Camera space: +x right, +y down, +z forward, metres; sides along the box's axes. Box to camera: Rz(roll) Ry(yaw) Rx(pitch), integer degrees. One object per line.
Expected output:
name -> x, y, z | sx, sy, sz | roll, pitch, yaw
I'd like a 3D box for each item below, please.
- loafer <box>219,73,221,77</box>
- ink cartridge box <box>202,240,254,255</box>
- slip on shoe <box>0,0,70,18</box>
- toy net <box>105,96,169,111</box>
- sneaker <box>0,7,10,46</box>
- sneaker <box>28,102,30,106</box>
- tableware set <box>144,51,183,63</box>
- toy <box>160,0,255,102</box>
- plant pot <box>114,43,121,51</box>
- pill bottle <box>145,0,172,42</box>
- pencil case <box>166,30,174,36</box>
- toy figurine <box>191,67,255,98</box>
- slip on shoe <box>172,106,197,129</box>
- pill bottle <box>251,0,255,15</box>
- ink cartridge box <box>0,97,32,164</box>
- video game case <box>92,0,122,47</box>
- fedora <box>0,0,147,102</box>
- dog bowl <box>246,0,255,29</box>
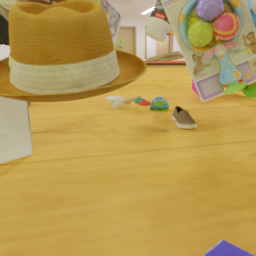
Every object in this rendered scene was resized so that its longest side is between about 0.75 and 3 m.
loafer -> 1.856, -1.311, 6.423 | 0.921, 0.350, 0.311 | 46, 38, 7
ink cartridge box -> 0.977, 1.621, 1.468 | 2.653, 0.581, 2.678 | -15, 21, -39
slip on shoe -> -1.903, -2.470, 5.996 | 2.436, 0.738, 0.926 | 24, 54, 19
toy net -> 0.259, -0.837, 10.052 | 2.336, 0.451, 1.226 | 2, 19, 14
sneaker -> -3.847, -2.874, 9.117 | 2.535, 1.346, 0.948 | 49, 19, 6
sneaker -> -4.248, -1.073, 10.531 | 0.898, 0.600, 1.568 | -14, 19, -35
tableware set -> 1.778, -2.237, 8.525 | 2.123, 0.295, 2.542 | -6, 15, 23
toy -> 1.686, -1.811, 5.391 | 1.452, 2.522, 0.595 | -22, 19, 17
plant pot -> -1.851, -3.677, 16.197 | 2.712, 1.925, 2.712 | 7, -21, 3
pill bottle -> 1.156, -3.581, 8.995 | 0.831, 1.435, 0.831 | 24, 4, -2
pencil case -> 2.265, -3.809, 10.237 | 2.111, 0.933, 0.933 | 17, 24, 41
toy figurine -> 3.983, -2.135, 12.310 | 2.606, 2.126, 2.832 | -12, 9, -6
slip on shoe -> 1.637, -0.313, 8.232 | 0.515, 0.410, 1.353 | -1, 17, -4
pill bottle -> 2.591, -2.054, 4.439 | 0.850, 0.850, 1.470 | 0, 23, 0
ink cartridge box -> -3.212, -0.149, 5.800 | 2.016, 1.458, 1.484 | 13, 21, 37
video game case -> -1.277, -3.994, 9.944 | 0.235, 1.870, 2.612 | -3, -22, 39
fedora -> -0.955, -1.231, 4.009 | 2.592, 1.057, 2.592 | -1, 27, 1
dog bowl -> 2.581, -2.325, 6.307 | 1.946, 0.482, 1.085 | -40, -19, 26
